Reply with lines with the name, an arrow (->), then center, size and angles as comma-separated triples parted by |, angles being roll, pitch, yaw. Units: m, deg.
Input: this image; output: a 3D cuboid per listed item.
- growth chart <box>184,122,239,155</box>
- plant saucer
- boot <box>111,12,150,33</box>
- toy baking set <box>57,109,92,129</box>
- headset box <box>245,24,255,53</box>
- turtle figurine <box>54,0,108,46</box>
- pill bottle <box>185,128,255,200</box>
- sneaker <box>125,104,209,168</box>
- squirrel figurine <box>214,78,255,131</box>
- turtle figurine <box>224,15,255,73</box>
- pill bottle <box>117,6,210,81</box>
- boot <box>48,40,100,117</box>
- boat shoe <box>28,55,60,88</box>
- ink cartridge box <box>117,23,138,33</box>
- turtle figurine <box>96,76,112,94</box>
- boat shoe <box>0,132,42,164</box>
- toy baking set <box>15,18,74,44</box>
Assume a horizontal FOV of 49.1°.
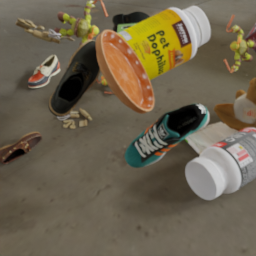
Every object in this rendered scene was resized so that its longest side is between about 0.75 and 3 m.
growth chart -> 3.298, 0.386, 10.187 | 2.474, 0.219, 1.791 | -12, 39, -15
plant saucer -> -0.071, -1.267, 6.525 | 0.336, 2.081, 2.081 | -26, 28, 26
boot -> 0.082, -4.211, 11.631 | 1.724, 0.597, 1.501 | 2, -2, -1
toy baking set -> -2.204, -0.445, 11.317 | 1.175, 0.178, 1.531 | -20, 41, -24
headset box -> 5.060, -3.488, 9.332 | 0.844, 2.185, 1.626 | 47, 54, -8
turtle figurine -> -1.847, -3.598, 10.478 | 1.941, 2.407, 0.775 | 16, 20, 23
pill bottle -> 3.022, 1.049, 8.274 | 2.502, 1.449, 1.449 | -22, 42, -26
sneaker -> 0.797, 0.157, 6.736 | 2.412, 0.964, 0.861 | -37, 71, 15
squirrel figurine -> 5.048, -0.464, 10.232 | 2.540, 1.926, 2.722 | -11, 61, -46
turtle figurine -> 2.753, -1.993, 6.783 | 0.428, 1.330, 1.073 | 3, 7, 44
pill bottle -> 0.858, -2.439, 8.329 | 2.995, 1.636, 1.636 | -29, 43, -8
boot -> -1.211, -1.500, 7.552 | 0.973, 1.738, 2.513 | 26, 76, -15
boat shoe -> -4.208, -2.799, 13.957 | 0.884, 0.777, 2.483 | 13, 40, 14
ink cartridge box -> -0.042, -2.924, 9.625 | 0.748, 0.427, 1.441 | -1, 59, 12
turtle figurine -> -0.696, -2.378, 13.498 | 1.602, 0.640, 1.986 | -20, 41, -24
boat shoe -> -3.607, 0.710, 9.497 | 1.601, 0.563, 0.563 | -34, 45, -26
toy baking set -> -3.044, -3.398, 10.150 | 2.169, 0.252, 1.665 | 18, 4, -14
